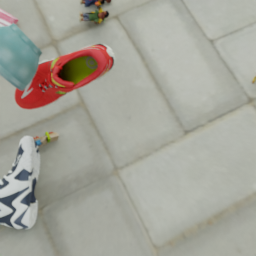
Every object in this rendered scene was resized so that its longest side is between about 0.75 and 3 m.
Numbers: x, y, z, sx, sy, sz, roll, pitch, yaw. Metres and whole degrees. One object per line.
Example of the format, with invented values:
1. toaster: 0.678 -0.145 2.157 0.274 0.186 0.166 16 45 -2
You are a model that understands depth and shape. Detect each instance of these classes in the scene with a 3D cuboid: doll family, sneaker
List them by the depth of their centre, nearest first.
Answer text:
1. sneaker: -1.489 -1.095 5.938 2.521 1.070 0.971 -25 103 15
2. sneaker: -3.379 1.482 7.726 1.640 1.006 2.520 1 91 -4
3. doll family: -1.109 -4.190 9.745 1.035 0.703 1.791 -3 70 4

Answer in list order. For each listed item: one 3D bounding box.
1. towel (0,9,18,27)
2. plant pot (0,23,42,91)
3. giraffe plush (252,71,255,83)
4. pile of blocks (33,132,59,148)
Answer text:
1. towel: -5.292 -3.076 9.580 1.985 0.406 2.713 28 77 8
2. plant pot: -2.167 -1.415 5.285 0.822 1.227 1.227 -44 78 -3
3. giraffe plush: 4.573 -1.636 8.852 0.917 0.862 1.063 -43 78 -12
4. pile of blocks: -2.662 0.352 8.457 1.129 0.463 0.351 -26 73 -8
